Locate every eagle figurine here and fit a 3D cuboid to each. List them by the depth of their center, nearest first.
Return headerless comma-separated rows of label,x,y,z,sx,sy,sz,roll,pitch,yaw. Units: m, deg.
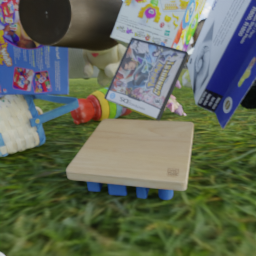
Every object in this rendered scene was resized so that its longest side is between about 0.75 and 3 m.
eagle figurine,2.836,-3.446,10.893,1.029,1.363,1.034,-36,58,-15

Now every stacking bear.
stacking bear,-1.281,-0.976,12.499,2.773,1.684,1.577,-19,25,-34

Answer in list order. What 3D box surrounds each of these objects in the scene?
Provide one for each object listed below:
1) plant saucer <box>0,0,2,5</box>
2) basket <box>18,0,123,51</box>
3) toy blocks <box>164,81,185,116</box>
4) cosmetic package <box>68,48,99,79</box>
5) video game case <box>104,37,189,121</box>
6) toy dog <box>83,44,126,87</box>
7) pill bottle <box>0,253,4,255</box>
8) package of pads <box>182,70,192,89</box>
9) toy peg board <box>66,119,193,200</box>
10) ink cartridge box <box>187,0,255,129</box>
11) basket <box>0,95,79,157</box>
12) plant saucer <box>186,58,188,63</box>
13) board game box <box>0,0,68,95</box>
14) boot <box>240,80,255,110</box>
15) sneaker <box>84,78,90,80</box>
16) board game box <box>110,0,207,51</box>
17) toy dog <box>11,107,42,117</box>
plant saucer,-2.051,-1.721,3.551,1.262,1.262,0.227,8,-3,30
basket,-0.927,-1.855,4.705,1.480,1.116,1.642,9,18,19
toy blocks,1.991,-1.285,13.236,1.752,2.082,1.945,50,23,15
cosmetic package,-2.073,-2.801,8.307,2.882,1.777,2.891,34,29,26
video game case,0.207,-0.630,3.502,0.804,0.889,0.113,24,-1,26
toy dog,-0.440,-2.044,6.945,1.377,1.914,1.974,17,-6,26
pill bottle,-1.282,1.686,2.102,0.892,0.892,1.567,-5,14,-19
package of pads,2.863,-2.001,10.189,1.253,1.621,0.553,14,53,-18
toy peg board,0.218,0.810,6.144,2.254,1.103,2.245,2,29,15
ink cartridge box,2.291,-1.904,6.642,0.575,2.824,2.830,10,41,-9
basket,-3.317,-0.438,8.644,2.577,2.033,2.923,9,26,37
plant saucer,1.689,-3.146,10.393,0.327,1.848,1.848,-29,7,14
board game box,-2.113,-1.901,6.031,1.611,2.396,0.536,-2,32,-15
boot,4.312,-1.182,7.143,2.056,0.929,2.509,-27,13,-27
sneaker,-0.960,-2.680,9.809,0.880,2.345,1.354,23,10,-33
board game box,0.645,-2.046,4.343,0.993,1.894,0.976,25,10,18
toy dog,-4.937,-0.754,11.640,2.705,1.303,1.784,-6,15,-26
